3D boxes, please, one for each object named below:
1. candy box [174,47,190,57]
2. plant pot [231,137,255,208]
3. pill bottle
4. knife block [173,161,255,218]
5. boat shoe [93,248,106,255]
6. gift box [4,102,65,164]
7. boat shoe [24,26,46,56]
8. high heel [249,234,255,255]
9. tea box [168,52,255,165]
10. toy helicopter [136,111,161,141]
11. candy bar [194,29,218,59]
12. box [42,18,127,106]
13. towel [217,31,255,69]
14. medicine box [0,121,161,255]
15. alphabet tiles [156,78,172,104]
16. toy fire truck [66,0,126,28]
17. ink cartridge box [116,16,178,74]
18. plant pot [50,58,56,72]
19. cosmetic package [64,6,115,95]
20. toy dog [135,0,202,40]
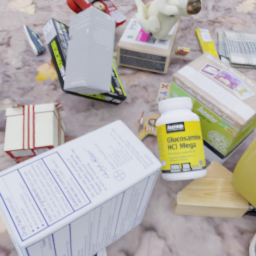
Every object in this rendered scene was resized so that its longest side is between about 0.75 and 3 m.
[{"bbox_3d":[2.159,-3.086,11.336,0.476,0.230,0.816,10,8,-1],"label":"candy box"},{"bbox_3d":[3.623,0.880,6.249,2.118,2.181,2.132,44,39,15],"label":"plant pot"},{"bbox_3d":[1.308,0.284,7.159,1.120,1.120,1.991,-6,84,-5],"label":"pill bottle"},{"bbox_3d":[2.720,2.031,7.528,2.402,0.769,2.109,-35,59,-24],"label":"knife block"},{"bbox_3d":[-1.083,2.412,7.228,0.821,0.781,2.280,-7,52,-6],"label":"boat shoe"},{"bbox_3d":[-2.662,0.100,8.272,1.575,1.706,1.593,-5,61,-6],"label":"gift box"},{"bbox_3d":[-4.110,-3.901,12.264,0.558,0.675,1.804,-23,57,-16],"label":"boat shoe"},{"bbox_3d":[3.664,3.308,6.269,2.951,1.054,2.103,-44,56,-11],"label":"high heel"},{"bbox_3d":[2.547,-0.522,8.467,1.595,2.348,2.386,-35,61,-24],"label":"tea box"},{"bbox_3d":[0.573,0.045,9.275,0.942,0.562,1.424,38,69,22],"label":"toy helicopter"},{"bbox_3d":[3.443,-3.450,12.132,0.721,0.320,2.892,1,51,-4],"label":"candy bar"},{"bbox_3d":[-1.408,-2.150,9.475,0.628,2.551,2.641,-33,67,28],"label":"box"},{"bbox_3d":[5.122,-3.421,12.040,2.505,0.433,2.412,6,52,5],"label":"towel"},{"bbox_3d":[-0.985,1.573,5.740,2.770,2.523,1.426,-24,56,-28],"label":"medicine box"},{"bbox_3d":[2.234,-1.109,10.410,2.250,0.071,1.873,12,54,7],"label":"alphabet tiles"},{"bbox_3d":[-1.119,-4.884,11.284,2.113,1.411,2.516,45,30,-9],"label":"toy fire truck"},{"bbox_3d":[0.852,-3.537,11.690,2.115,0.964,2.568,13,50,7],"label":"ink cartridge box"},{"bbox_3d":[-2.476,-2.604,10.931,0.910,0.910,0.637,17,42,13],"label":"plant pot"},{"bbox_3d":[-0.937,-1.787,6.833,0.993,0.838,1.859,-2,80,46],"label":"cosmetic package"},{"bbox_3d":[1.543,-4.149,9.910,2.127,2.063,1.484,-23,37,28],"label":"toy dog"}]
